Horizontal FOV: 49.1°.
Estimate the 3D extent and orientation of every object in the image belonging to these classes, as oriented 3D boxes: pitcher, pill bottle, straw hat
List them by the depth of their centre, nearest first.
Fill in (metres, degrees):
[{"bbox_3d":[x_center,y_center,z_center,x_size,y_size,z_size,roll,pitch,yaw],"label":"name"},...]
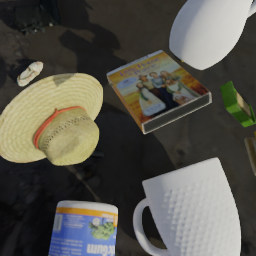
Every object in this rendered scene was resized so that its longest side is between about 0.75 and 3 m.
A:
[{"bbox_3d":[-1.238,0.150,5.769,2.573,2.573,1.089,-38,65,-13],"label":"straw hat"},{"bbox_3d":[-1.149,3.297,6.782,1.588,1.588,2.833,4,70,2],"label":"pill bottle"},{"bbox_3d":[2.350,-2.723,6.868,2.202,2.566,1.556,4,39,-43],"label":"pitcher"}]

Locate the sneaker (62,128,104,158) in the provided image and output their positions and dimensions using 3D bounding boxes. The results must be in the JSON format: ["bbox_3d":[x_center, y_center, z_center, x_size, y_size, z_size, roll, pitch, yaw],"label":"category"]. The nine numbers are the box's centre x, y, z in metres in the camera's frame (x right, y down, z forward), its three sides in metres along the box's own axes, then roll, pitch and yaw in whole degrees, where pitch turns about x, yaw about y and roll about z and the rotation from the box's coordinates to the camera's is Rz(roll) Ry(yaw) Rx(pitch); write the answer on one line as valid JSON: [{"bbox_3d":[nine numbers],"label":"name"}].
[{"bbox_3d":[-1.476,0.411,8.473,1.600,0.480,0.834,6,74,6],"label":"sneaker"}]

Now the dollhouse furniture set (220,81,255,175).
[{"bbox_3d":[3.104,-0.158,6.091,1.438,1.101,2.194,-27,46,32],"label":"dollhouse furniture set"}]

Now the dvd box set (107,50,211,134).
[{"bbox_3d":[0.422,-0.666,4.533,1.135,0.228,1.551,-24,44,-7],"label":"dvd box set"}]

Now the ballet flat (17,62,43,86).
[{"bbox_3d":[-3.291,-1.868,9.413,0.424,0.358,1.121,31,72,12],"label":"ballet flat"}]

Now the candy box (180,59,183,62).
[{"bbox_3d":[2.201,-2.742,9.866,1.000,0.132,0.511,-26,69,-10],"label":"candy box"}]

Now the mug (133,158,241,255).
[{"bbox_3d":[1.377,2.319,7.120,2.750,2.031,2.411,-23,77,23],"label":"mug"}]

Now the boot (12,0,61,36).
[{"bbox_3d":[-3.356,-4.332,10.187,1.572,0.710,1.918,-13,73,-5],"label":"boot"}]
